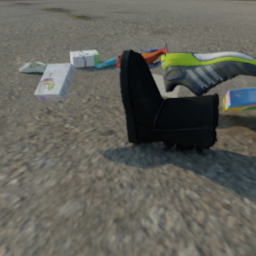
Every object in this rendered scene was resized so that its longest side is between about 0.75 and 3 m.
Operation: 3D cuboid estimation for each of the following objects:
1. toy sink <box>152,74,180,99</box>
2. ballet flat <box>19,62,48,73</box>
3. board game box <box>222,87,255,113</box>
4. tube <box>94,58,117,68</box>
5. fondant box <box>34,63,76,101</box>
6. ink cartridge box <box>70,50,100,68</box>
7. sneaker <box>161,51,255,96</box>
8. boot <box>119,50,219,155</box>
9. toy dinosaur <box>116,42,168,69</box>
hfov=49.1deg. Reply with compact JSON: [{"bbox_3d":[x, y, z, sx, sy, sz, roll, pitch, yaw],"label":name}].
[{"bbox_3d":[1.063,-1.215,9.401,1.293,0.725,0.843,10,63,13],"label":"toy sink"},{"bbox_3d":[-4.334,-2.828,13.016,1.495,0.536,0.536,3,30,6],"label":"ballet flat"},{"bbox_3d":[3.676,-0.824,8.218,1.593,0.420,2.082,-5,-3,14],"label":"board game box"},{"bbox_3d":[-1.055,-3.169,13.853,1.202,0.303,0.466,-26,28,-27],"label":"tube"},{"bbox_3d":[-2.027,-1.286,7.858,0.805,0.325,1.115,2,58,21],"label":"fondant box"},{"bbox_3d":[-2.172,-3.459,14.019,1.338,0.562,0.973,-9,31,-15],"label":"ink cartridge box"},{"bbox_3d":[2.078,-1.306,7.059,2.625,1.063,0.970,6,5,28],"label":"sneaker"},{"bbox_3d":[1.068,-0.593,6.973,2.308,2.817,1.042,3,34,16],"label":"boot"},{"bbox_3d":[0.437,-2.522,9.929,1.963,1.136,2.163,-6,-7,10],"label":"toy dinosaur"}]
